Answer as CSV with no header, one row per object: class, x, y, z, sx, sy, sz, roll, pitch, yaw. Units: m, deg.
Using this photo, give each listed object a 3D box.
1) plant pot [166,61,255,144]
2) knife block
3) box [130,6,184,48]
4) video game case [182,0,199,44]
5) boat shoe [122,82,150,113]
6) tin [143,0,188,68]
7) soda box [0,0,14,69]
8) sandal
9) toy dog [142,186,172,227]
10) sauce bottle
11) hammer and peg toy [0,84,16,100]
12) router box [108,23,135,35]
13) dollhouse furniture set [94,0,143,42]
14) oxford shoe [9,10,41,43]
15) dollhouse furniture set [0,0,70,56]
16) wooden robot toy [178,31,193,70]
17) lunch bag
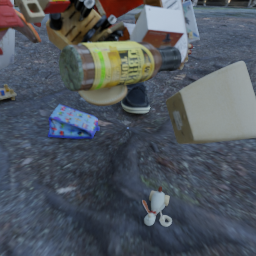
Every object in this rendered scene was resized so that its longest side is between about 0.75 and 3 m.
plant pot,1.096,-0.224,3.886,0.878,0.991,0.992,-15,-3,-10
knife block,-1.178,-2.172,5.768,2.716,2.385,0.869,40,87,28
box,0.560,-1.916,5.781,0.782,0.546,1.027,0,-16,-17
video game case,1.792,-3.925,10.946,1.675,1.527,0.184,-13,0,24
boat shoe,0.214,-1.146,9.269,0.876,0.731,2.347,0,30,-4
tin,0.978,-2.602,6.847,0.501,2.394,1.340,0,35,29
soda box,-3.587,-2.740,7.408,0.812,2.383,0.759,32,44,10
sandal,-0.735,-0.953,4.555,0.642,0.576,1.751,-43,47,-7
toy dog,0.509,1.346,5.001,0.515,0.376,0.780,1,28,1
sauce bottle,0.004,-0.950,4.067,1.938,0.627,0.627,-17,33,-35
hammer and peg toy,-4.487,-1.100,9.526,1.137,0.401,0.836,-22,37,-35
router box,-0.251,-3.286,9.995,1.549,0.422,1.726,-1,11,41
dollhouse furniture set,-0.713,-3.357,7.863,2.592,2.620,1.350,-25,9,7
oxford shoe,-2.323,-2.097,5.522,0.490,1.344,0.479,-49,7,-7
dollhouse furniture set,-1.095,-1.089,2.851,0.553,0.418,1.028,-26,2,44
wooden robot toy,1.513,-2.267,8.116,0.506,1.116,0.492,21,14,38
lunch bag,-1.404,-0.124,7.634,1.273,0.599,0.958,10,26,-2
